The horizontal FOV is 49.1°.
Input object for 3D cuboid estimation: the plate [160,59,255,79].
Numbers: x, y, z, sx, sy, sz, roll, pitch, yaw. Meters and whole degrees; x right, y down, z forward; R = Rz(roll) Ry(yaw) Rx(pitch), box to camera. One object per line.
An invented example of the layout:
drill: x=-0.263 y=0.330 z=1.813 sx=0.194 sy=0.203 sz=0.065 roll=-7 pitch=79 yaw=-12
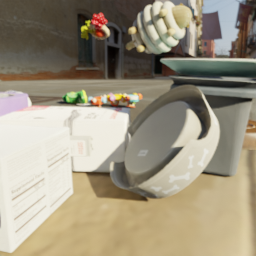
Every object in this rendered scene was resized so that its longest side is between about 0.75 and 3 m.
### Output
plate: x=2.096 y=-1.311 z=6.232 sx=2.785 sy=0.356 sz=2.785 roll=3 pitch=12 yaw=-1

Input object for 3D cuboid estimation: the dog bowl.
dog bowl: x=0.626 y=0.270 z=4.946 sx=0.634 sy=2.163 sz=2.163 roll=39 pitch=-1 yaw=-21

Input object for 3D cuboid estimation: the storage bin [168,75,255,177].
storage bin: x=2.197 y=-0.214 z=6.622 sx=2.177 sy=2.009 sz=2.991 roll=7 pitch=15 yaw=20

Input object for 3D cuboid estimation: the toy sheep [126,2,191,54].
toy sheep: x=0.687 y=-2.432 z=6.967 sx=1.896 sy=1.307 sz=1.307 roll=-15 pitch=3 yaw=31

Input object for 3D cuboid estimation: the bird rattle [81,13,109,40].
bird rattle: x=-1.087 y=-3.543 z=9.963 sx=1.174 sy=0.662 sz=0.957 roll=-12 pitch=-30 yaw=40

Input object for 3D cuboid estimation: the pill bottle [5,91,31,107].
pill bottle: x=-5.398 y=-1.226 z=13.543 sx=1.041 sy=1.041 sz=1.875 roll=-9 pitch=16 yaw=-36

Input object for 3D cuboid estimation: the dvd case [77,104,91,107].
dvd case: x=-2.532 y=-1.278 z=16.044 sx=0.697 sy=0.075 sz=0.937 roll=-4 pitch=13 yaw=-19

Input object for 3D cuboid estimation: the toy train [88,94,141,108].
toy train: x=-0.645 y=-1.373 z=15.128 sx=2.713 sy=0.754 sz=2.038 roll=1 pitch=15 yaw=16

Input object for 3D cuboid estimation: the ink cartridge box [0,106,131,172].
ink cartridge box: x=-1.361 y=0.182 z=6.773 sx=2.830 sy=1.171 sz=2.073 roll=1 pitch=12 yaw=3

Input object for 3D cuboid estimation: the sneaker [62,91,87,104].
sneaker: x=-3.190 y=-1.723 z=16.692 sx=0.912 sy=0.809 sz=2.183 roll=-22 pitch=15 yaw=-37

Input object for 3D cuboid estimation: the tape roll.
tape roll: x=-5.159 y=-0.602 z=10.347 sx=2.818 sy=1.197 sz=2.818 roll=-1 pitch=12 yaw=0

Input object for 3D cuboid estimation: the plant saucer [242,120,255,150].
plant saucer: x=3.583 y=0.105 z=8.926 sx=2.834 sy=0.455 sz=2.834 roll=0 pitch=13 yaw=0

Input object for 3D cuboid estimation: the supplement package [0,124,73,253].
supplement package: x=-2.272 y=0.687 z=4.301 sx=2.248 sy=1.247 sz=1.751 roll=2 pitch=12 yaw=14
